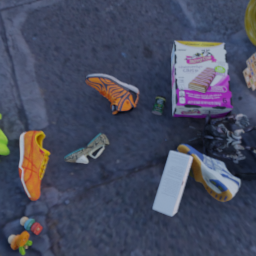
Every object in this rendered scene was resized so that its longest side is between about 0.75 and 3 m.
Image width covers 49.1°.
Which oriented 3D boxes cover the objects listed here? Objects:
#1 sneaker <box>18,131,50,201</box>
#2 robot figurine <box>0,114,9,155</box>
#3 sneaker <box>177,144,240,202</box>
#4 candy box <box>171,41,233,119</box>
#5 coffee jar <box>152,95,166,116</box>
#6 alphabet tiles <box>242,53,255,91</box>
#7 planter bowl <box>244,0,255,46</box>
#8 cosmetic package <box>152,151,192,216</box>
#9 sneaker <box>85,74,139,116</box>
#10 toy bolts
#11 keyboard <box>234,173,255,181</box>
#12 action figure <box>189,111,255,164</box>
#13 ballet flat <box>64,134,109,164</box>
[{"bbox_3d":[-3.161,1.200,9.538,0.954,0.903,2.474,-8,69,-4],"label":"sneaker"},{"bbox_3d":[-5.083,0.275,9.727,1.857,1.224,2.116,-43,74,2],"label":"robot figurine"},{"bbox_3d":[2.690,1.390,9.526,1.043,0.891,2.366,-27,63,-35],"label":"sneaker"},{"bbox_3d":[2.716,-1.865,10.667,2.031,0.909,2.979,2,64,0],"label":"candy box"},{"bbox_3d":[1.181,-0.879,10.685,0.395,0.323,0.758,15,68,7],"label":"coffee jar"},{"bbox_3d":[4.808,-2.124,10.755,1.349,0.051,1.128,-40,112,-33],"label":"alphabet tiles"},{"bbox_3d":[6.313,-4.655,11.363,3.000,3.000,1.250,21,35,8],"label":"planter bowl"},{"bbox_3d":[1.418,1.705,8.756,0.695,0.954,1.877,15,87,20],"label":"cosmetic package"},{"bbox_3d":[-0.628,-1.162,10.301,2.112,0.819,1.183,17,71,-14],"label":"sneaker"},{"bbox_3d":[-3.310,3.252,8.761,0.701,0.966,1.011,23,51,16],"label":"toy bolts"},{"bbox_3d":[4.953,1.601,9.016,2.548,1.619,0.262,-1,84,0],"label":"keyboard"},{"bbox_3d":[3.607,0.378,9.484,2.981,1.521,1.771,10,94,47],"label":"action figure"},{"bbox_3d":[-1.396,0.858,9.881,1.679,0.569,0.632,-33,79,-16],"label":"ballet flat"}]
